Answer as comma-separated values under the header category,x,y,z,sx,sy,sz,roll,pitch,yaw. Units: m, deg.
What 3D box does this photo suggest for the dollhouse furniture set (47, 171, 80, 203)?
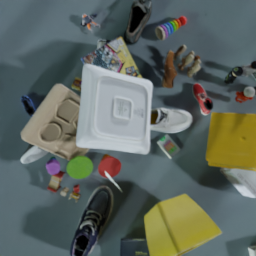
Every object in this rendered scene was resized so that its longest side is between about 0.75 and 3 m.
category,x,y,z,sx,sy,sz,roll,pitch,yaw
dollhouse furniture set,-2.366,2.203,10.749,1.306,0.531,0.703,24,105,1

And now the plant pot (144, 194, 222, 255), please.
category,x,y,z,sx,sy,sz,roll,pitch,yaw
plant pot,1.644,3.476,9.790,1.931,1.931,1.703,-10,58,-31

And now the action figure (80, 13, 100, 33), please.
category,x,y,z,sx,sy,sz,roll,pitch,yaw
action figure,-1.608,-4.648,12.123,0.874,0.472,0.903,43,82,-2

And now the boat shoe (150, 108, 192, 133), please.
category,x,y,z,sx,sy,sz,roll,pitch,yaw
boat shoe,1.275,-0.366,11.036,2.647,0.924,0.938,2,76,-1

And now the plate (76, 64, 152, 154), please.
category,x,y,z,sx,sy,sz,roll,pitch,yaw
plate,-0.293,-0.632,9.970,2.920,0.472,2.913,9,78,-29

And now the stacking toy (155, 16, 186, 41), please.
category,x,y,z,sx,sy,sz,roll,pitch,yaw
stacking toy,1.902,-4.337,12.053,1.439,0.614,0.614,-31,81,-12

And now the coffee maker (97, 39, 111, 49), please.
category,x,y,z,sx,sy,sz,roll,pitch,yaw
coffee maker,-0.817,-2.948,11.497,1.108,0.777,1.153,7,85,21

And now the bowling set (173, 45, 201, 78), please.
category,x,y,z,sx,sy,sz,roll,pitch,yaw
bowling set,2.561,-2.686,11.680,0.765,0.992,1.425,-42,65,35

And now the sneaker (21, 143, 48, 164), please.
category,x,y,z,sx,sy,sz,roll,pitch,yaw
sneaker,-3.430,0.152,11.092,2.642,0.934,1.310,-45,73,-5

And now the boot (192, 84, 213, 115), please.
category,x,y,z,sx,sy,sz,roll,pitch,yaw
boot,3.009,-1.270,11.230,0.500,0.996,1.380,-20,78,2

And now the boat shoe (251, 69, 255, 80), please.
category,x,y,z,sx,sy,sz,roll,pitch,yaw
boat shoe,5.433,-2.254,11.773,0.297,0.275,0.804,-32,81,-7

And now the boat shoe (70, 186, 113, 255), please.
category,x,y,z,sx,sy,sz,roll,pitch,yaw
boat shoe,-1.287,3.472,10.247,1.015,1.260,2.718,18,81,3

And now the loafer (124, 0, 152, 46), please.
category,x,y,z,sx,sy,sz,roll,pitch,yaw
loafer,0.469,-4.817,11.959,0.924,0.809,2.571,16,80,3

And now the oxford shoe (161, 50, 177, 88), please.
category,x,y,z,sx,sy,sz,roll,pitch,yaw
oxford shoe,1.734,-2.346,11.318,0.548,0.549,1.538,15,120,24

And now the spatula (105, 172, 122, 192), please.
category,x,y,z,sx,sy,sz,roll,pitch,yaw
spatula,-0.530,2.036,10.475,0.087,1.081,0.752,-44,60,-12

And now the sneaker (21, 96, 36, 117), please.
category,x,y,z,sx,sy,sz,roll,pitch,yaw
sneaker,-4.100,-0.910,11.464,0.371,0.412,1.057,-34,82,-5

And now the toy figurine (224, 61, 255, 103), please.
category,x,y,z,sx,sy,sz,roll,pitch,yaw
toy figurine,4.807,-1.873,11.198,1.453,1.027,1.476,-22,78,-13

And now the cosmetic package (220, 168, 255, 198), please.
category,x,y,z,sx,sy,sz,roll,pitch,yaw
cosmetic package,5.097,1.180,10.737,2.821,1.044,1.434,-44,88,-8

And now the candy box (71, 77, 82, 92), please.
category,x,y,z,sx,sy,sz,roll,pitch,yaw
candy box,-1.922,-1.746,11.714,0.782,0.221,0.456,23,81,5

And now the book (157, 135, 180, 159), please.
category,x,y,z,sx,sy,sz,roll,pitch,yaw
book,1.639,0.741,11.301,0.557,0.200,0.833,-39,82,-12

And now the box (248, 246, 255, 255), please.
category,x,y,z,sx,sy,sz,roll,pitch,yaw
box,5.210,4.652,10.435,1.229,0.478,0.584,-10,80,-2

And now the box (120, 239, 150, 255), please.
category,x,y,z,sx,sy,sz,roll,pitch,yaw
box,0.578,4.872,10.409,1.763,0.450,1.390,1,79,0

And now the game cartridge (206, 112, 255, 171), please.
category,x,y,z,sx,sy,sz,roll,pitch,yaw
game cartridge,4.203,0.483,10.255,2.464,0.400,2.172,4,65,24

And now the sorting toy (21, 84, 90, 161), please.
category,x,y,z,sx,sy,sz,roll,pitch,yaw
sorting toy,-2.288,-0.082,10.517,2.566,0.468,2.375,34,94,-35

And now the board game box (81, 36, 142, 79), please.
category,x,y,z,sx,sy,sz,roll,pitch,yaw
board game box,-0.445,-1.977,10.924,1.731,0.442,2.555,-32,109,-12

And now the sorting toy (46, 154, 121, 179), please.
category,x,y,z,sx,sy,sz,roll,pitch,yaw
sorting toy,-1.684,1.286,10.622,2.749,0.947,0.953,2,116,-16
